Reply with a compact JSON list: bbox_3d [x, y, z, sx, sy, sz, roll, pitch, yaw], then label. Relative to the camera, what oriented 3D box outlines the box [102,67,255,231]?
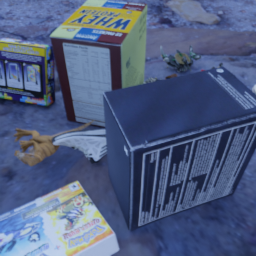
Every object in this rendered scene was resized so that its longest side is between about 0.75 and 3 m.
[{"bbox_3d":[1.020,0.453,6.065,2.769,2.792,1.720,-15,46,-16],"label":"box"}]

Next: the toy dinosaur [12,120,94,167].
[{"bbox_3d":[-2.121,0.420,7.387,1.455,0.827,2.739,13,24,14],"label":"toy dinosaur"}]

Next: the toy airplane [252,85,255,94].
[{"bbox_3d":[5.355,-0.973,8.358,2.448,1.727,2.437,-24,53,-28],"label":"toy airplane"}]

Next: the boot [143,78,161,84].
[{"bbox_3d":[1.544,-1.422,9.561,1.583,0.757,2.096,29,51,29],"label":"boot"}]

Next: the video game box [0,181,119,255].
[{"bbox_3d":[-1.639,2.147,5.515,2.259,0.529,2.058,-22,31,-22],"label":"video game box"}]

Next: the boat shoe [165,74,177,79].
[{"bbox_3d":[1.521,-1.730,10.190,0.360,0.338,1.000,26,49,25],"label":"boat shoe"}]

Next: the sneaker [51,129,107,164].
[{"bbox_3d":[-1.159,0.521,7.248,1.539,0.581,0.886,-6,83,-22],"label":"sneaker"}]

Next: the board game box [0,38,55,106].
[{"bbox_3d":[-3.559,-1.846,9.111,2.303,1.904,0.653,11,24,10],"label":"board game box"}]

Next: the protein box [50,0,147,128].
[{"bbox_3d":[-0.685,-1.992,8.629,1.914,2.837,2.816,11,44,11],"label":"protein box"}]

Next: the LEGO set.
[{"bbox_3d":[2.356,-2.409,10.851,2.519,0.714,1.636,39,57,18],"label":"LEGO set"}]
